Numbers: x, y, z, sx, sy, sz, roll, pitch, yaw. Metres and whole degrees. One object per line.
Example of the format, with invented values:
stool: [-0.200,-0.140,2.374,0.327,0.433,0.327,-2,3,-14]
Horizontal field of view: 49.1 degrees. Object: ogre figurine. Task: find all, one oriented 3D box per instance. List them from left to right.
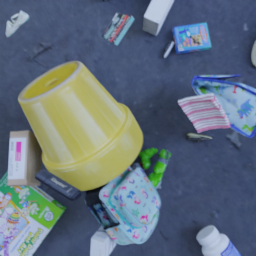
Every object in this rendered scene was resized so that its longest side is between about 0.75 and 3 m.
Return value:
ogre figurine: [0.318,1.556,10.302,2.494,1.223,1.495,3,67,-14]

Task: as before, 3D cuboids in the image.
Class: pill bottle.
pill bottle: [3.347,4.533,10.052,1.075,1.075,1.919,-36,87,-3]

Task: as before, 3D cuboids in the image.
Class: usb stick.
usb stick: [-1.704,1.370,6.759,1.333,0.370,0.217,23,120,28]

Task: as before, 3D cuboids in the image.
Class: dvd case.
dvd case: [-0.273,-2.398,6.748,0.109,0.995,0.726,28,100,-34]

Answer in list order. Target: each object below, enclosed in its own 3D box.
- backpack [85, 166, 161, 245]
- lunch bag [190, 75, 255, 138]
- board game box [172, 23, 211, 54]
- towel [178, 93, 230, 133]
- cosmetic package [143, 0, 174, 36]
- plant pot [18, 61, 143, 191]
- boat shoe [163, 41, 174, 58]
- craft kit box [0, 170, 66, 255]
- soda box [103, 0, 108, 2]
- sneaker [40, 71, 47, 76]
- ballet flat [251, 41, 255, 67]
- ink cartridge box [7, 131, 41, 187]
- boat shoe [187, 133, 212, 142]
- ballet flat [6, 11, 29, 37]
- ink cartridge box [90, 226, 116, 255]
backpack: [0.012,2.262,8.103,1.538,1.814,2.043,-22,102,38]
lunch bag: [3.047,-0.954,8.785,2.320,1.973,1.478,30,104,8]
board game box: [2.504,-3.527,11.062,1.347,0.303,1.024,-9,85,-4]
towel: [1.850,-0.333,6.777,0.882,1.205,0.180,-12,45,37]
cosmetic package: [1.421,-5.075,10.814,0.685,1.116,2.704,26,85,1]
plant pot: [-1.462,-0.220,7.987,2.972,2.972,2.796,-30,120,-2]
boat shoe: [1.552,-3.125,11.092,0.250,0.264,0.754,29,85,9]
craft kit box: [-4.146,3.342,10.416,2.583,0.635,2.616,35,86,0]
soda box: [-0.007,-5.847,11.055,2.360,0.747,0.835,-17,84,-2]
sneaker: [-2.663,-1.786,9.614,0.785,0.322,0.275,-16,75,-40]
ballet flat: [5.736,-3.689,10.782,1.010,1.010,2.908,29,86,2]
ink cartridge box: [-3.045,0.957,8.355,0.584,1.280,1.554,-2,77,0]
boat shoe: [2.720,0.399,10.780,0.955,0.341,0.314,10,93,4]
ballet flat: [-3.202,-2.954,7.887,0.971,0.348,0.348,-29,85,24]
ink cartridge box: [-0.704,3.339,8.208,0.430,1.028,0.742,9,103,17]
